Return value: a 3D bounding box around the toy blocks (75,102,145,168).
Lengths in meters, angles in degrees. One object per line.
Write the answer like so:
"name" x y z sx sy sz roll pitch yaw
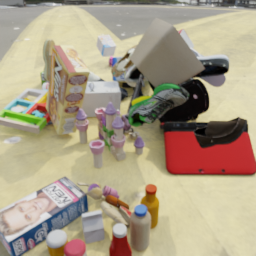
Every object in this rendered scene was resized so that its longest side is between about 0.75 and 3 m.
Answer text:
"toy blocks" -0.540 -0.127 9.657 2.224 1.872 2.078 -14 33 -22

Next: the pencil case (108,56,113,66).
"pencil case" -0.514 -4.320 18.035 1.494 0.678 0.700 2 70 -1

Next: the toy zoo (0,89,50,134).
"toy zoo" -3.880 -0.891 11.661 1.887 0.294 2.877 13 38 10

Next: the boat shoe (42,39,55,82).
"boat shoe" -3.253 -2.916 12.181 0.692 1.817 0.651 9 15 28

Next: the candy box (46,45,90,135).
"candy box" -2.261 -1.300 10.071 0.781 2.825 1.631 -10 50 -32

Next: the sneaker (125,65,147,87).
"sneaker" 0.921 -2.530 11.512 2.533 0.987 1.258 -39 4 15

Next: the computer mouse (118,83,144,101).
"computer mouse" -0.647 -1.989 14.027 2.945 0.678 2.068 1 31 0

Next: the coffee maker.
"coffee maker" 1.686 -1.609 12.092 2.848 1.997 2.965 -3 30 -4

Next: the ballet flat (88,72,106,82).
"ballet flat" -2.299 -2.426 14.531 2.725 0.995 0.995 -5 31 -9

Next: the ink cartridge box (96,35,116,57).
"ink cartridge box" -0.961 -3.493 11.836 0.546 0.532 0.850 -16 61 -26

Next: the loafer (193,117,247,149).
"loafer" 2.126 0.091 6.724 0.557 1.560 0.570 40 56 -11

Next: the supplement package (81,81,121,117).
"supplement package" -1.391 -1.256 12.172 2.016 1.183 1.179 -3 34 -8

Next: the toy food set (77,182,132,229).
"toy food set" -0.438 1.876 7.291 1.895 0.298 1.204 32 3 34

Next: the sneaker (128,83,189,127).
"sneaker" 0.897 -0.584 8.527 2.269 0.885 0.967 -26 39 45

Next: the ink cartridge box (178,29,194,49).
"ink cartridge box" 1.966 -3.487 11.909 1.298 0.937 0.544 -9 43 46

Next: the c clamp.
"c clamp" 0.203 -1.040 9.799 0.263 1.938 1.656 16 34 -6

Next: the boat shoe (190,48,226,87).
"boat shoe" 2.826 -2.529 11.234 2.448 0.868 0.855 26 28 -14

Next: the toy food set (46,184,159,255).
"toy food set" -0.465 2.239 6.250 2.718 1.223 1.298 -8 31 -13

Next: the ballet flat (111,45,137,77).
"ballet flat" 0.010 -2.948 12.216 1.883 0.664 0.615 -50 6 -8

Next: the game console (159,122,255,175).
"game console" 2.648 0.642 9.935 2.896 1.719 2.496 1 -1 1

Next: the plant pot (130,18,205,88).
"plant pot" 1.072 -2.214 9.022 1.545 1.743 1.745 -41 29 11

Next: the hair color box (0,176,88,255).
"hair color box" -2.149 2.136 7.015 2.108 0.638 1.054 -27 39 -37

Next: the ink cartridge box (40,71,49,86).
"ink cartridge box" -3.522 -2.797 15.324 2.040 0.773 1.508 7 30 9

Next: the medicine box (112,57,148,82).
"medicine box" 0.300 -3.056 14.710 2.290 1.179 2.086 -2 8 -2

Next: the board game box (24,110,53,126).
"board game box" -3.563 -0.512 11.847 1.839 0.318 1.246 -19 36 -29

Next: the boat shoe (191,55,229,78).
"boat shoe" 2.585 -2.189 10.377 2.258 0.775 0.639 -7 48 17

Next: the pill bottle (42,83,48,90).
"pill bottle" -3.223 -1.700 13.339 1.557 0.874 0.874 -1 30 -1
